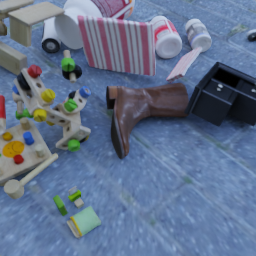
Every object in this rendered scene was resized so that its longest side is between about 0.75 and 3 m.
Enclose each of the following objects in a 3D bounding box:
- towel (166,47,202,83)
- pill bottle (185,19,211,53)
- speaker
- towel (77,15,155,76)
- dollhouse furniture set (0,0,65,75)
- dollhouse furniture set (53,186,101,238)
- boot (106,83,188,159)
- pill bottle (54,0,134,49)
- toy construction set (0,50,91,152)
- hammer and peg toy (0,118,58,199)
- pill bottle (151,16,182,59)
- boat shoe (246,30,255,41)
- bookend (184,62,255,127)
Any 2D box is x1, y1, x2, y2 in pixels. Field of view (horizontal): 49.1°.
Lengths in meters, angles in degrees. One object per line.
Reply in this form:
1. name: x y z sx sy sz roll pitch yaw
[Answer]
1. towel: 1.655 -1.833 8.317 0.202 1.347 0.986 35 85 -10
2. pill bottle: 2.497 -3.356 10.103 0.706 0.706 1.241 -4 50 -4
3. speaker: -2.780 -3.435 10.216 0.639 0.639 1.573 -6 51 -5
4. towel: -0.320 -2.532 8.594 2.438 1.784 0.365 13 53 18
5. dollhouse furniture set: -3.359 -3.031 9.042 1.882 1.979 1.613 30 44 12
6. dollhouse furniture set: -1.073 1.761 5.947 0.609 0.467 0.930 -30 56 -23
7. boot: 0.722 -0.297 7.569 2.426 0.779 2.261 -2 63 -14
8. pill bottle: -1.208 -4.153 10.129 1.687 1.687 2.986 26 54 20
9. toy construction set: -2.020 -0.270 6.861 2.432 2.028 1.868 -17 66 8
10. hammer and peg toy: -2.566 0.730 6.662 1.486 0.712 2.020 -26 54 -22
11. pill bottle: 1.267 -3.260 9.896 0.899 0.899 1.601 -7 49 -6
12. boat shoe: 5.046 -3.473 10.428 1.228 0.421 0.348 -13 57 -2
13. bookend: 2.770 -0.711 7.384 1.893 0.877 1.905 30 43 16
